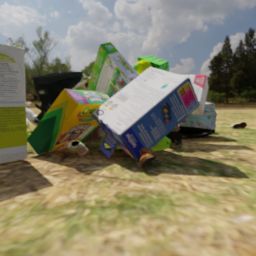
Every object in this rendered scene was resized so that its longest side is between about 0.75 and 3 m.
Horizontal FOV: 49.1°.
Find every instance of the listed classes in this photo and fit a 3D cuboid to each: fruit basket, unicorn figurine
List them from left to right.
[{"bbox_3d":[-4.670,-0.605,12.837,2.201,0.813,1.512,17,20,4],"label":"unicorn figurine"},{"bbox_3d":[0.693,-2.002,9.720,1.256,0.906,1.256,-7,40,6],"label":"fruit basket"}]

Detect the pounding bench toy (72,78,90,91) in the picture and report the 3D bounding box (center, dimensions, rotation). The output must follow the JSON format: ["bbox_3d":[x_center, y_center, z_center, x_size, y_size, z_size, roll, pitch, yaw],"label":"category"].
[{"bbox_3d":[-1.844,-1.230,12.355,2.435,1.512,1.899,-20,17,48],"label":"pounding bench toy"}]

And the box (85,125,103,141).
[{"bbox_3d":[-1.374,-0.095,10.759,1.235,0.925,2.467,2,8,18],"label":"box"}]

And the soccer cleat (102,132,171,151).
[{"bbox_3d":[0.166,0.347,7.927,2.184,0.737,0.885,7,-7,41],"label":"soccer cleat"}]

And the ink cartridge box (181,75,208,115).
[{"bbox_3d":[1.814,-1.171,9.715,1.679,1.215,0.708,5,-32,26],"label":"ink cartridge box"}]

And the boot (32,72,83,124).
[{"bbox_3d":[-2.551,-0.943,10.732,1.035,2.291,2.796,1,17,21],"label":"boot"}]

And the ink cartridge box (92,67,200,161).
[{"bbox_3d":[0.241,-0.326,6.998,2.511,0.959,1.713,-38,33,-11],"label":"ink cartridge box"}]

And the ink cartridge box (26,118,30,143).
[{"bbox_3d":[-3.022,0.027,7.786,0.854,0.324,0.632,47,33,19],"label":"ink cartridge box"}]

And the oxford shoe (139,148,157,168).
[{"bbox_3d":[0.358,0.599,5.904,0.356,0.355,0.997,-41,-8,8],"label":"oxford shoe"}]

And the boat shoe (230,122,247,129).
[{"bbox_3d":[5.515,-0.127,13.983,0.889,0.321,0.289,-8,9,-19],"label":"boat shoe"}]

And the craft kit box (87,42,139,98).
[{"bbox_3d":[-0.423,-1.223,9.244,0.542,2.206,2.233,-28,-21,-35],"label":"craft kit box"}]

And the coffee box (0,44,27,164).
[{"bbox_3d":[-4.156,-0.543,6.220,2.681,2.655,2.685,5,7,38],"label":"coffee box"}]

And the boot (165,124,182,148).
[{"bbox_3d":[1.121,0.192,8.377,0.990,0.748,0.357,6,35,26],"label":"boot"}]

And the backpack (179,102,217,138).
[{"bbox_3d":[2.323,-0.335,10.772,2.169,1.373,1.810,3,3,-3],"label":"backpack"}]

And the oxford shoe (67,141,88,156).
[{"bbox_3d":[-1.133,0.370,6.025,0.280,0.292,0.791,-45,29,-26],"label":"oxford shoe"}]

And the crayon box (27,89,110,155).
[{"bbox_3d":[-1.482,-0.199,7.775,0.607,1.798,2.084,48,21,12],"label":"crayon box"}]
